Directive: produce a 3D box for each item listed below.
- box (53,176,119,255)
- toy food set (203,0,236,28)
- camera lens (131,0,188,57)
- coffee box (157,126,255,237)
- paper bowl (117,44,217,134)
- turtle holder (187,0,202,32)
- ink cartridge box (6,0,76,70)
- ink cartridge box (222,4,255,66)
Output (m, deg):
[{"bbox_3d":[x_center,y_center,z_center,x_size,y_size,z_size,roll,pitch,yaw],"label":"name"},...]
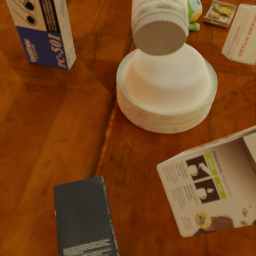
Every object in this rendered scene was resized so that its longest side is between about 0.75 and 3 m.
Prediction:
[{"bbox_3d":[-0.639,1.876,4.774,0.841,1.616,1.472,-10,55,-6],"label":"box"},{"bbox_3d":[3.214,-4.031,9.798,0.882,0.371,1.229,22,57,15],"label":"toy food set"},{"bbox_3d":[0.558,-2.046,4.989,0.986,0.986,1.233,2,66,1],"label":"camera lens"},{"bbox_3d":[1.820,0.432,3.474,2.478,1.400,0.989,-24,83,28],"label":"coffee box"},{"bbox_3d":[0.982,-1.234,7.205,2.562,1.332,2.562,0,53,-1],"label":"paper bowl"},{"bbox_3d":[2.053,-3.897,9.392,0.821,0.878,1.156,-11,54,-9],"label":"turtle holder"},{"bbox_3d":[-2.305,-2.906,7.436,1.353,2.878,0.636,12,55,9],"label":"ink cartridge box"},{"bbox_3d":[2.216,-1.430,4.492,1.140,0.828,0.475,9,29,-9],"label":"ink cartridge box"}]
